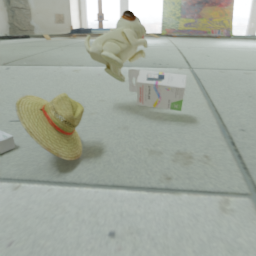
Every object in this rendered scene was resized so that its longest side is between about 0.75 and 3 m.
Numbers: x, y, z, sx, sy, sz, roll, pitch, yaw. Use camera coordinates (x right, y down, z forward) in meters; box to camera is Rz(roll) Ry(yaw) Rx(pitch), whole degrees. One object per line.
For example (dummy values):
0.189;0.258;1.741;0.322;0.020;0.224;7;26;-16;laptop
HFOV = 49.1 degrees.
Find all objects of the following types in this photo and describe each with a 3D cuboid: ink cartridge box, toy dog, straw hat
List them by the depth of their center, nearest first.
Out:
-1.950;-0.410;8.408;1.128;2.664;2.664;-41;19;14;straw hat
-5.003;0.725;8.620;1.291;0.509;2.596;17;28;34;ink cartridge box
1.068;-1.512;11.182;2.326;1.362;0.783;9;54;10;ink cartridge box
-0.292;-3.604;11.820;2.485;1.788;2.563;31;76;21;toy dog
